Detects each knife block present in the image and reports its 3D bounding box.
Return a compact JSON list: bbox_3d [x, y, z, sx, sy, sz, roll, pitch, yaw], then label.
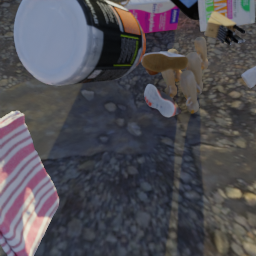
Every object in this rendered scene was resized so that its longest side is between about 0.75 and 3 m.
[{"bbox_3d":[2.173,-2.187,6.172,0.861,0.314,0.981,17,45,14],"label":"knife block"}]

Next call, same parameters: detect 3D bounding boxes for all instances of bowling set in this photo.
[{"bbox_3d":[1.660,-1.805,9.502,1.877,1.448,2.697,4,46,30],"label":"bowling set"}]

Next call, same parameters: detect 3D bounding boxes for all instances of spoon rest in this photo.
[{"bbox_3d":[2.737,-0.852,4.814,0.544,0.892,1.796,-44,22,2],"label":"spoon rest"}]

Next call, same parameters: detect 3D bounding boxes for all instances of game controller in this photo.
[{"bbox_3d":[1.802,-4.865,9.419,2.836,1.479,0.597,33,71,-20],"label":"game controller"}]

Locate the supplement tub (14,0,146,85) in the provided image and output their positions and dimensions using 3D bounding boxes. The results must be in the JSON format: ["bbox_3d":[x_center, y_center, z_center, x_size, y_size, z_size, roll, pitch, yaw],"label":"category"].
[{"bbox_3d":[-0.675,-1.616,5.221,1.519,1.519,2.479,24,20,20],"label":"supplement tub"}]

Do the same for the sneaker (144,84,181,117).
[{"bbox_3d":[1.113,-0.851,9.047,0.644,0.606,1.574,0,39,-39],"label":"sneaker"}]

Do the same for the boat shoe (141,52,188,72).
[{"bbox_3d":[0.954,-1.875,7.829,1.447,0.512,0.502,-2,31,-26],"label":"boat shoe"}]

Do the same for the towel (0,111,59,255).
[{"bbox_3d":[-1.680,0.923,4.350,0.307,2.051,1.501,-11,25,14],"label":"towel"}]

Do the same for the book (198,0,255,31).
[{"bbox_3d":[2.919,-3.602,8.385,0.418,1.163,1.740,-15,16,-34],"label":"book"}]

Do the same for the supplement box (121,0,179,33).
[{"bbox_3d":[0.735,-5.115,12.291,2.715,1.374,1.403,-11,48,-10],"label":"supplement box"}]

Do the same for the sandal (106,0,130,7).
[{"bbox_3d":[-0.279,-3.915,8.246,2.182,0.800,0.718,-4,6,39],"label":"sandal"}]
